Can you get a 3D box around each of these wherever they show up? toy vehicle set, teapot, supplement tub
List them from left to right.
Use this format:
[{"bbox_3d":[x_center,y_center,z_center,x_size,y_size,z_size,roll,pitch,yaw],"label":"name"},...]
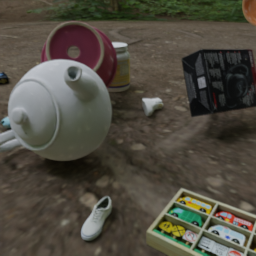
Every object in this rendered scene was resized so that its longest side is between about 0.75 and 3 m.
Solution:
[{"bbox_3d":[-1.957,-0.343,6.890,2.779,2.816,2.057,19,19,27],"label":"teapot"},{"bbox_3d":[-0.645,-2.783,12.831,1.450,1.995,1.450,0,26,0],"label":"supplement tub"},{"bbox_3d":[1.720,1.985,4.954,2.395,0.317,1.488,16,30,29],"label":"toy vehicle set"}]

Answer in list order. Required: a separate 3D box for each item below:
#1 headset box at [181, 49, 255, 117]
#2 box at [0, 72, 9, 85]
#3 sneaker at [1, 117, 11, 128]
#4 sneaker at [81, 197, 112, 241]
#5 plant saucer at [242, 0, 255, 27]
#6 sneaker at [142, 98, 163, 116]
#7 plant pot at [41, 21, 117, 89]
[{"bbox_3d":[3.110,-1.466,8.978,2.560,1.905,0.989,-10,0,-31],"label":"headset box"},{"bbox_3d":[-6.825,-2.397,13.930,1.500,0.345,1.192,-15,30,-28],"label":"box"},{"bbox_3d":[-3.892,-0.092,9.271,0.957,0.354,0.392,16,41,42],"label":"sneaker"},{"bbox_3d":[-0.620,1.719,5.448,0.371,0.360,1.016,8,27,16],"label":"sneaker"},{"bbox_3d":[3.859,-3.365,7.407,1.536,1.536,0.288,18,10,33],"label":"plant saucer"},{"bbox_3d":[0.970,-0.841,10.576,0.770,0.491,1.333,-4,25,-2],"label":"sneaker"},{"bbox_3d":[-1.808,-2.524,10.240,2.949,2.949,2.640,-3,3,-6],"label":"plant pot"}]
